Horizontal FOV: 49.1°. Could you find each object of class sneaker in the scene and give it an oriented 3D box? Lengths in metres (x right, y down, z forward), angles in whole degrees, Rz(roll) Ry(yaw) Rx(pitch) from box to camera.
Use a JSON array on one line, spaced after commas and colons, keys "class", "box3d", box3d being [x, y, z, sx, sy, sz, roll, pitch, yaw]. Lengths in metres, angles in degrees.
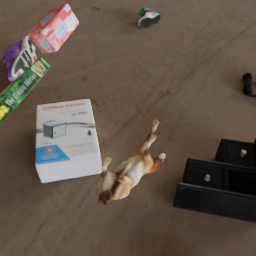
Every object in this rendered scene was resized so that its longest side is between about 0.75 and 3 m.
[{"class": "sneaker", "box3d": [-4.003, -2.304, 10.211, 1.184, 1.144, 2.839, -20, 38, 2]}, {"class": "sneaker", "box3d": [0.762, -5.180, 13.075, 0.872, 0.604, 1.443, 37, 48, 24]}]

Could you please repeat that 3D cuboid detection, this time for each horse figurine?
[{"class": "horse figurine", "box3d": [0.046, 0.649, 4.366, 0.440, 1.168, 1.762, 33, 48, 21]}]

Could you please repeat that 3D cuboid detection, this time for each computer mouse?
[{"class": "computer mouse", "box3d": [4.927, -1.435, 9.560, 1.946, 0.448, 1.366, 15, 47, 15]}]

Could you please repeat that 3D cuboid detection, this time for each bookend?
[{"class": "bookend", "box3d": [2.233, 1.031, 6.829, 1.990, 0.922, 2.003, 9, 46, 9]}]

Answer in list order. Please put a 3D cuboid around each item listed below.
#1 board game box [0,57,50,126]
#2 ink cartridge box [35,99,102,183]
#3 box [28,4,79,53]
[{"class": "board game box", "box3d": [-2.255, -0.141, 4.503, 1.440, 0.322, 2.748, -34, 25, 26]}, {"class": "ink cartridge box", "box3d": [-1.636, 0.278, 7.579, 1.551, 0.909, 2.118, -9, 48, -8]}, {"class": "box", "box3d": [-2.111, -2.869, 8.077, 0.635, 0.688, 1.341, 7, 57, 35]}]
